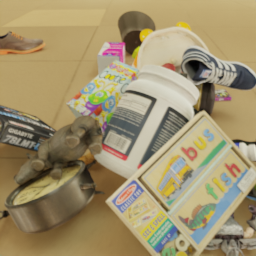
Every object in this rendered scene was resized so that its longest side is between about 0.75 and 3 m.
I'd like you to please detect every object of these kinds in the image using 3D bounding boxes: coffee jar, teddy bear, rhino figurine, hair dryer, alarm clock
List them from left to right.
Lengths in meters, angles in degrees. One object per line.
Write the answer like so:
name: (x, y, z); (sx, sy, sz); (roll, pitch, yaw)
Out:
alarm clock: (-1.864, 1.561, 6.028); (2.669, 0.889, 1.800); (-20, 13, -1)
rhino figurine: (-1.623, 0.591, 6.241); (2.620, 0.783, 1.146); (-31, 23, 20)
teddy bear: (-0.949, 0.736, 7.636); (1.036, 0.346, 0.751); (-25, 10, 14)
hair dryer: (1.264, -1.334, 8.088); (1.517, 0.412, 1.155); (13, 62, -30)
coffee jar: (1.769, -1.192, 10.114); (2.659, 1.135, 1.387); (9, 37, 12)

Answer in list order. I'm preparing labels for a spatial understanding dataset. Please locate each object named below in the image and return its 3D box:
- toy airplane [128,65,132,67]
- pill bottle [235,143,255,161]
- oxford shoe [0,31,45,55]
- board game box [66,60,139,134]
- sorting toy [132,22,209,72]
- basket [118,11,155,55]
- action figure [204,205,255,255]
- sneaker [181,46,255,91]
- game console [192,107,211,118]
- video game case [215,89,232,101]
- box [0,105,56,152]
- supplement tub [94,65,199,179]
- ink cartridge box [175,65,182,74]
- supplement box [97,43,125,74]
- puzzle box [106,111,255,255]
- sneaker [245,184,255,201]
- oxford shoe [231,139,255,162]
toy airplane: (1.022, -2.819, 13.078); (2.674, 0.492, 2.674); (-2, 29, 1)
pill bottle: (2.676, 0.656, 6.996); (0.952, 0.534, 0.534); (-9, 28, 28)
oxford shoe: (-6.094, -4.716, 15.360); (2.922, 1.065, 1.042); (-9, 35, -13)
board game box: (-0.641, -0.944, 9.052); (2.231, 1.149, 1.170); (-45, 50, -17)
sorting toy: (1.136, -2.708, 10.928); (2.866, 1.531, 2.580); (-17, -3, -17)
basket: (0.479, -5.184, 15.561); (2.297, 1.732, 2.547); (16, 38, -11)
action figure: (2.056, 1.781, 6.114); (1.493, 0.796, 2.294); (6, 38, -1)
sneaker: (2.914, -1.734, 9.094); (2.656, 0.931, 1.441); (26, 35, 6)
game console: (2.245, -0.425, 9.073); (1.334, 0.161, 0.787); (34, 46, -21)
video game case: (3.596, -1.309, 11.185); (0.827, 0.148, 0.749); (-2, 34, -3)
box: (-2.923, -0.010, 7.630); (2.283, 0.572, 2.300); (25, 1, 37)
supplement tub: (0.461, -0.011, 6.797); (1.791, 1.791, 2.552); (25, 84, 31)
ink cartridge box: (2.192, -1.851, 10.978); (0.911, 1.248, 0.526); (-13, 35, -19)
supplement box: (-0.757, -3.260, 13.274); (1.019, 1.041, 2.014); (2, 33, 5)
puzzle box: (1.213, 1.189, 5.629); (2.860, 0.364, 1.903); (-41, 87, -22)
sneaker: (3.289, 1.318, 6.430); (0.884, 1.033, 2.492); (-17, 27, -19)
oxford shoe: (3.262, 0.702, 7.615); (1.712, 0.722, 0.622); (-5, 54, 52)
